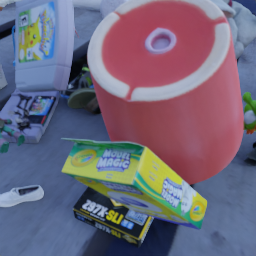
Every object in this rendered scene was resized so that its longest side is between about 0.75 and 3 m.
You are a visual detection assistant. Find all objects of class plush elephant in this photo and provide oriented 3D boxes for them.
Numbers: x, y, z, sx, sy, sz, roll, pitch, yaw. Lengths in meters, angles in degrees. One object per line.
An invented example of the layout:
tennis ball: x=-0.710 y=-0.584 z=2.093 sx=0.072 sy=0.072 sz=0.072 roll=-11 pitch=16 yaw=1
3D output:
plush elephant: x=2.266 y=-2.822 z=7.327 sx=2.062 sy=2.663 sz=2.193 roll=37 pitch=45 yaw=-5

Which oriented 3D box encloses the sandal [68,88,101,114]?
sandal: x=-0.936 y=-0.797 z=9.137 sx=2.144 sy=0.851 sz=0.612 roll=3 pitch=55 yaw=3

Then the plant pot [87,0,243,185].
plant pot: x=0.674 y=-0.672 z=4.920 sx=2.842 sy=2.514 sz=2.842 roll=-6 pitch=62 yaw=12

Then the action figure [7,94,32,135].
action figure: x=-2.431 y=-0.279 z=6.298 sx=0.558 sy=0.939 sz=0.479 roll=22 pitch=18 yaw=31

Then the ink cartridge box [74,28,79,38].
ink cartridge box: x=-2.323 y=-3.722 z=8.216 sx=0.545 sy=2.173 sz=1.762 roll=-29 pitch=76 yaw=0

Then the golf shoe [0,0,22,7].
golf shoe: x=-2.673 y=-2.780 z=6.044 sx=0.761 sy=0.348 sz=0.286 roll=-6 pitch=50 yaw=-27

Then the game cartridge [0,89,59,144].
game cartridge: x=-3.278 y=-0.491 z=9.063 sx=1.596 sy=0.472 sz=2.461 roll=-1 pitch=40 yaw=6

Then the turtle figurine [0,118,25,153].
turtle figurine: x=-3.098 y=0.048 z=6.575 sx=1.302 sy=0.656 sz=0.975 roll=31 pitch=58 yaw=25

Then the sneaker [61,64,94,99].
sneaker: x=-1.611 y=-1.751 z=10.082 sx=0.825 sy=0.965 sz=2.328 roll=21 pitch=45 yaw=24

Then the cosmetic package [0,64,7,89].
cosmetic package: x=-5.773 y=-1.875 z=9.595 sx=1.779 sy=1.790 sz=2.139 roll=14 pitch=43 yaw=15

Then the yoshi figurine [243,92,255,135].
yoshi figurine: x=3.095 y=-0.503 z=6.378 sx=0.922 sy=1.646 sz=0.925 roll=-29 pitch=74 yaw=-21

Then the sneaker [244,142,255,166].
sneaker: x=3.897 y=0.553 z=7.770 sx=0.847 sy=0.488 sz=1.623 roll=29 pitch=52 yaw=23

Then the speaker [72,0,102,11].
speaker: x=-1.286 y=-4.264 z=9.201 sx=1.680 sy=0.682 sz=0.682 roll=7 pitch=41 yaw=-1

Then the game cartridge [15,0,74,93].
game cartridge: x=-1.969 y=-2.119 z=6.483 sx=1.702 sy=2.553 sz=0.517 roll=2 pitch=3 yaw=34

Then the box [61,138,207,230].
box: x=0.086 y=0.699 z=3.511 sx=1.144 sy=1.950 sz=0.472 roll=0 pitch=58 yaw=41

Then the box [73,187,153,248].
box: x=-0.211 y=1.761 z=6.444 sx=1.665 sy=0.411 sz=1.330 roll=18 pitch=45 yaw=20

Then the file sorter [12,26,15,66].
file sorter: x=-3.337 y=-3.451 z=11.175 sx=1.735 sy=1.534 sz=2.501 roll=4 pitch=28 yaw=-1

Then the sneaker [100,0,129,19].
sneaker: x=0.464 y=-2.575 z=7.469 sx=2.530 sy=0.951 sz=1.454 roll=43 pitch=30 yaw=-9

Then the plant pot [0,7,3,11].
plant pot: x=-3.742 y=-3.271 z=6.941 sx=1.391 sy=1.391 sz=0.974 roll=2 pitch=24 yaw=2

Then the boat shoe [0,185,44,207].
boat shoe: x=-2.599 y=1.586 z=6.657 sx=1.104 sy=0.378 sz=0.398 roll=-4 pitch=41 yaw=-5
